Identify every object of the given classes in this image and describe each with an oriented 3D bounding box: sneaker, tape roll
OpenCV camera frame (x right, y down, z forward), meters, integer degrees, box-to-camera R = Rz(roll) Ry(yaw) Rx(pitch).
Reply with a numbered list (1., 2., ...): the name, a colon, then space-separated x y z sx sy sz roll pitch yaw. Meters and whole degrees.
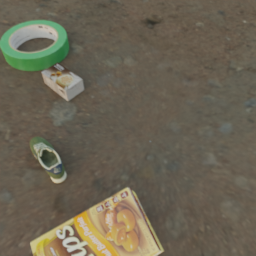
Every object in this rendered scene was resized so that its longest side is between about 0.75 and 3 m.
1. sneaker: -2.443 0.754 8.355 0.621 0.831 1.851 -30 58 -21
2. tape roll: -3.894 -3.508 11.774 2.702 0.649 2.702 0 53 0

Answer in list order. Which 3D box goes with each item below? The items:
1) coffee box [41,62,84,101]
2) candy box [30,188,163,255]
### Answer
1. coffee box: -2.436 -1.735 10.443 1.432 0.571 0.819 37 61 25
2. candy box: -0.729 2.703 6.358 2.645 0.731 1.527 -29 61 0
